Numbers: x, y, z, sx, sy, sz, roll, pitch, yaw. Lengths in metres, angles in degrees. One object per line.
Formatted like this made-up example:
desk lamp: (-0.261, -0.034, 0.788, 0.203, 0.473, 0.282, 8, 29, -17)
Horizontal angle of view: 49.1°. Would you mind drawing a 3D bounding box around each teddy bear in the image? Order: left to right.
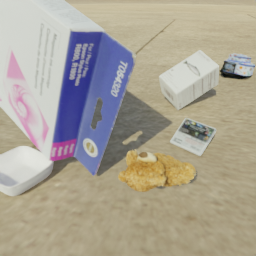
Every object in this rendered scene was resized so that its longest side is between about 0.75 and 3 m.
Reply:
teddy bear: (0.498, 0.592, 4.352, 1.484, 0.495, 1.076, 9, 16, -39)

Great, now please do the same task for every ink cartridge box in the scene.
ink cartridge box: (-1.439, -0.793, 4.922, 2.882, 2.830, 0.624, 42, 45, 21)

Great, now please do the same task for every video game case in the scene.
video game case: (1.522, 0.193, 6.584, 0.823, 0.096, 0.748, 25, 72, 36)

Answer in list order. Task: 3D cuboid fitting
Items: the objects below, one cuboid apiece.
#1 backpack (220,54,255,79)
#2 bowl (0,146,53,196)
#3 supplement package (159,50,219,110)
backpack: (4.480, -2.489, 11.274, 1.155, 0.935, 1.213, 27, 35, 24)
bowl: (-2.148, 0.872, 5.513, 1.117, 0.417, 1.115, 19, 34, 32)
supplement package: (1.833, -1.432, 8.428, 1.523, 0.893, 0.890, -34, 58, -6)
